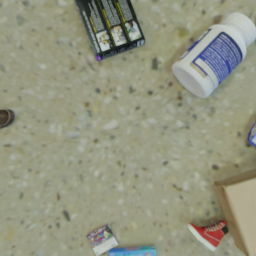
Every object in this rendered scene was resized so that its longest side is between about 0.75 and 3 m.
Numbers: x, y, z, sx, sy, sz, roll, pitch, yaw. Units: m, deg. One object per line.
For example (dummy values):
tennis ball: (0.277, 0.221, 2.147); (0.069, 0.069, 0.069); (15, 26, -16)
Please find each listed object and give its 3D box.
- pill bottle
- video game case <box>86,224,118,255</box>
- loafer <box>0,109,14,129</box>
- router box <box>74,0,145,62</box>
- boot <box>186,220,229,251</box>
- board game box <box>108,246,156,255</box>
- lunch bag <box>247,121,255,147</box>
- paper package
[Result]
pill bottle: (2.903, -2.438, 9.314); (1.579, 1.579, 2.638); (44, 88, 3)
video game case: (-0.879, 3.826, 9.577); (0.851, 0.152, 0.772); (-29, 89, 0)
loafer: (-4.859, -0.240, 9.637); (1.817, 0.645, 0.664); (-13, 86, -1)
router box: (-0.683, -3.858, 9.885); (1.849, 0.633, 2.480); (-20, 86, -1)
boot: (2.675, 3.314, 9.297); (1.465, 0.530, 1.056); (40, 90, -23)
board game box: (0.168, 4.693, 9.445); (1.600, 0.360, 1.217); (-3, 86, 0)
lunch bag: (4.787, 0.213, 9.558); (1.059, 0.772, 1.246); (30, 79, 1)
paper package: (4.422, 2.649, 9.115); (2.398, 1.302, 2.516); (-19, 85, -1)
